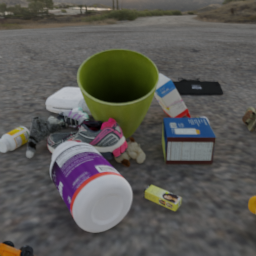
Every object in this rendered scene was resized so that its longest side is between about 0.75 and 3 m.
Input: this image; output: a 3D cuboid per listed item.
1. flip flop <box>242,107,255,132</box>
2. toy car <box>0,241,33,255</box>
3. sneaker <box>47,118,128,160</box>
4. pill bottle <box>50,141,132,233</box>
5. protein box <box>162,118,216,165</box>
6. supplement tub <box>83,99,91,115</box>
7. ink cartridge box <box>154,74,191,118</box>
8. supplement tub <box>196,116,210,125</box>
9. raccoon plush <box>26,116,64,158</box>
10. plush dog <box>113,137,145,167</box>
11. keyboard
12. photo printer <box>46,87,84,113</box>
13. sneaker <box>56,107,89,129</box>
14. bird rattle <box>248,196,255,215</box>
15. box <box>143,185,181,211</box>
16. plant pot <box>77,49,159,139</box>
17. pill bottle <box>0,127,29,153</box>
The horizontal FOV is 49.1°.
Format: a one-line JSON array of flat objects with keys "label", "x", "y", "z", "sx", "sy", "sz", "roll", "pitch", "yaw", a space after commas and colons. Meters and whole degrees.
[{"label": "flip flop", "x": 4.803, "y": -0.427, "z": 11.083, "sx": 0.554, "sy": 0.781, "sz": 1.926, "roll": 26, "pitch": 24, "yaw": 2}, {"label": "toy car", "x": -1.617, "y": 2.481, "z": 4.601, "sx": 2.950, "sy": 1.447, "sz": 0.982, "roll": 4, "pitch": 57, "yaw": 24}, {"label": "sneaker", "x": -1.402, "y": 0.269, "z": 8.960, "sx": 2.962, "sy": 1.106, "sz": 1.194, "roll": -4, "pitch": 27, "yaw": 29}, {"label": "pill bottle", "x": -1.058, "y": 1.270, "z": 6.920, "sx": 1.401, "sy": 1.401, "sz": 2.492, "roll": -14, "pitch": 29, "yaw": -27}, {"label": "protein box", "x": 1.922, "y": 0.398, "z": 9.191, "sx": 1.480, "sy": 0.999, "sz": 1.470, "roll": 1, "pitch": 26, "yaw": 1}, {"label": "supplement tub", "x": -0.625, "y": -1.332, "z": 11.918, "sx": 2.441, "sy": 1.766, "sz": 1.766, "roll": -2, "pitch": 26, "yaw": -4}, {"label": "ink cartridge box", "x": 1.742, "y": -1.119, "z": 11.702, "sx": 0.715, "sy": 2.127, "sz": 1.236, "roll": -35, "pitch": 27, "yaw": 0}, {"label": "supplement tub", "x": 2.364, "y": -0.002, "z": 10.361, "sx": 1.160, "sy": 0.711, "sz": 0.711, "roll": -10, "pitch": 28, "yaw": -21}, {"label": "raccoon plush", "x": -2.822, "y": 0.320, "z": 9.598, "sx": 1.084, "sy": 1.617, "sz": 0.782, "roll": 11, "pitch": -16, "yaw": -21}, {"label": "plush dog", "x": -0.050, "y": 0.791, "z": 8.869, "sx": 0.831, "sy": 0.777, "sz": 0.968, "roll": -37, "pitch": 38, "yaw": -16}, {"label": "keyboard", "x": 3.681, "y": -2.133, "z": 15.342, "sx": 2.745, "sy": 0.544, "sz": 1.429, "roll": 1, "pitch": 49, "yaw": 0}, {"label": "photo printer", "x": -2.659, "y": -1.238, "z": 12.928, "sx": 1.715, "sy": 0.716, "sz": 2.062, "roll": 6, "pitch": 26, "yaw": 13}, {"label": "sneaker", "x": -2.289, "y": -0.218, "z": 10.902, "sx": 1.370, "sy": 0.762, "sz": 1.959, "roll": -11, "pitch": 18, "yaw": -19}, {"label": "bird rattle", "x": 3.974, "y": 1.782, "z": 5.895, "sx": 2.802, "sy": 1.578, "sz": 2.284, "roll": -12, "pitch": 18, "yaw": -28}, {"label": "box", "x": 0.869, "y": 1.784, "z": 7.201, "sx": 0.944, "sy": 0.237, "sz": 0.355, "roll": 16, "pitch": 29, "yaw": 31}, {"label": "plant pot", "x": -0.329, "y": -0.822, "z": 9.453, "sx": 2.459, "sy": 2.628, "sz": 2.459, "roll": 1, "pitch": 53, "yaw": -1}, {"label": "pill bottle", "x": -3.946, "y": 0.415, "z": 9.631, "sx": 0.601, "sy": 0.601, "sz": 1.065, "roll": 11, "pitch": 27, "yaw": 21}]
